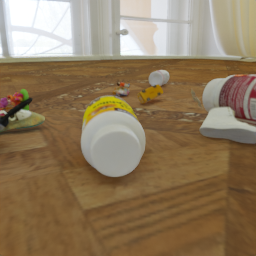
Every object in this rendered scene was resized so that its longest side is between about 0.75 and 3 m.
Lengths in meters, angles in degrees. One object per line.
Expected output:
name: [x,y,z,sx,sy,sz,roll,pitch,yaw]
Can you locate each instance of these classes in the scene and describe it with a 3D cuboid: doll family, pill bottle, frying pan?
doll family: [-0.349,-1.733,13.312,0.719,0.522,1.159,8,36,1]
pill bottle: [1.816,-2.868,16.040,0.845,0.845,1.491,8,19,23]
frying pan: [-3.141,-0.074,6.567,2.286,0.372,1.383,-37,31,-5]
pill bottle: [-0.355,0.118,6.044,1.278,1.278,2.340,-2,18,-7]
pill bottle: [3.519,-0.823,8.231,1.457,1.457,2.660,-8,14,-23]

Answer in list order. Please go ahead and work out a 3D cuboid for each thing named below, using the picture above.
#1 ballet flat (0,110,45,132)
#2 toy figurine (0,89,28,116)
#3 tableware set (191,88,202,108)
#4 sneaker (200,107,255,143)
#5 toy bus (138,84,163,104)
ballet flat: [-3.333,-0.248,7.998,1.805,0.638,0.638,-13,21,-16]
toy figurine: [-3.706,-0.729,8.779,0.751,1.000,0.920,41,32,24]
tableware set: [2.558,-1.073,10.465,0.095,0.816,0.681,-33,61,7]
sneaker: [2.844,-0.154,7.491,1.622,0.598,0.937,11,53,31]
toy bus: [0.897,-1.410,11.721,1.409,0.459,0.552,-30,0,-42]
